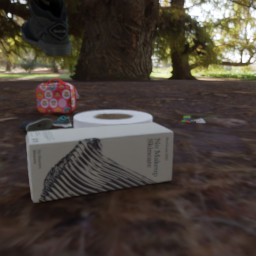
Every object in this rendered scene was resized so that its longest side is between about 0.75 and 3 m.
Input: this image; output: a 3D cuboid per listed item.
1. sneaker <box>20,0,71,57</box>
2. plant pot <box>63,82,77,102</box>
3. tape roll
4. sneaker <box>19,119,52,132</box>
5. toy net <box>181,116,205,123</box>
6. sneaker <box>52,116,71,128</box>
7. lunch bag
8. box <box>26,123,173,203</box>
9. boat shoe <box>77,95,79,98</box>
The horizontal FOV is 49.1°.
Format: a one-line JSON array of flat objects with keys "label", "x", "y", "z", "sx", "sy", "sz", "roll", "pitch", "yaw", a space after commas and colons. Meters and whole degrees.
[{"label": "sneaker", "x": -2.158, "y": -2.756, "z": 7.183, "sx": 0.917, "sy": 1.374, "sz": 2.400, "roll": -11, "pitch": 30, "yaw": -30}, {"label": "plant pot", "x": -3.450, "y": -1.540, "z": 14.533, "sx": 1.396, "sy": 1.396, "sz": 1.249, "roll": 1, "pitch": 26, "yaw": 3}, {"label": "tape roll", "x": -0.434, "y": 0.034, "z": 8.201, "sx": 2.301, "sy": 0.805, "sz": 2.301, "roll": -1, "pitch": 12, "yaw": 0}, {"label": "sneaker", "x": -3.250, "y": -0.133, "z": 9.899, "sx": 0.579, "sy": 0.408, "sz": 1.090, "roll": 13, "pitch": 19, "yaw": 37}, {"label": "toy net", "x": 2.647, "y": -0.313, "z": 11.307, "sx": 0.915, "sy": 0.177, "sz": 0.480, "roll": 7, "pitch": 14, "yaw": 28}, {"label": "sneaker", "x": -2.494, "y": -0.262, "z": 10.527, "sx": 0.894, "sy": 0.408, "sz": 0.347, "roll": 6, "pitch": 13, "yaw": 29}, {"label": "lunch bag", "x": -3.478, "y": -1.523, "z": 13.391, "sx": 1.871, "sy": 1.648, "sz": 0.766, "roll": 2, "pitch": 13, "yaw": 10}, {"label": "box", "x": -0.500, "y": 0.557, "z": 5.247, "sx": 2.609, "sy": 1.072, "sz": 0.892, "roll": -6, "pitch": 14, "yaw": -20}, {"label": "boat shoe", "x": -3.680, "y": -2.163, "z": 19.401, "sx": 0.361, "sy": 0.411, "sz": 1.155, "roll": 3, "pitch": 8, "yaw": 1}]
